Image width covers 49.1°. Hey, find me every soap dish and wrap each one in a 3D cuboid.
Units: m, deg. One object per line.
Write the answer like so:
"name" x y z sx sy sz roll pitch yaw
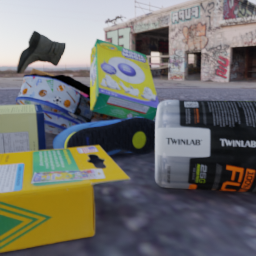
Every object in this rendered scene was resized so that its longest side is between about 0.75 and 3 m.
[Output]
"soap dish" -2.806 -1.205 9.934 1.899 1.494 0.771 15 27 -39

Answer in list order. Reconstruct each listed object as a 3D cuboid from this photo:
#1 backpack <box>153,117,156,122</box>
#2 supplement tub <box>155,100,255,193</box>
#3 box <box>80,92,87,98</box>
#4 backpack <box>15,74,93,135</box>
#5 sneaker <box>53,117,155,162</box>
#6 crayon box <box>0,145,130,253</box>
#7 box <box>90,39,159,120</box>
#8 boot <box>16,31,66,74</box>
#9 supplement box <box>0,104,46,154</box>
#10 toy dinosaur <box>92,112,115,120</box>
"backpack" 0.991 -0.142 9.201 1.239 0.952 1.010 24 14 22
"supplement tub" 1.707 0.295 4.691 2.475 1.516 1.516 1 11 9
"box" -1.132 -1.340 13.982 2.685 1.338 1.282 1 10 1
"backpack" -2.320 -0.714 8.636 2.216 1.707 2.111 2 -25 31
"sneaker" -0.437 0.212 6.835 2.807 0.925 1.101 -7 9 -33
"crayon box" -1.559 0.872 3.784 2.797 0.721 1.758 -4 11 -18
"box" -0.186 -1.500 8.044 1.752 0.722 2.987 13 40 -21
"boot" -2.853 -2.248 9.194 1.165 0.604 1.784 18 -46 -36
"supplement box" -2.877 0.129 6.548 1.738 1.168 1.739 -4 11 -19
"toy dinosaur" -0.389 -1.001 12.481 2.722 1.390 1.847 -35 4 -23
